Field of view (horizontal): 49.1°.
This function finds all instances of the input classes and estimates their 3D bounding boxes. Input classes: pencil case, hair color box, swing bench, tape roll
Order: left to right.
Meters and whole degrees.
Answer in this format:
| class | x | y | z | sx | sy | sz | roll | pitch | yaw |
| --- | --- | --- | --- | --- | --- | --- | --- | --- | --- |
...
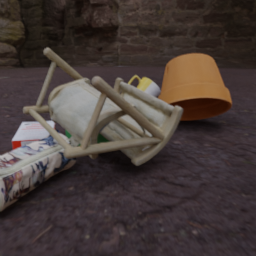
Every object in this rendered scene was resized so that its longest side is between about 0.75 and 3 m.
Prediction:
| class | x | y | z | sx | sy | sz | roll | pitch | yaw |
| --- | --- | --- | --- | --- | --- | --- | --- | --- | --- |
| pencil case | -2.145 | 0.832 | 5.898 | 1.006 | 1.156 | 2.585 | 43 | 26 | 8 |
| hair color box | -2.827 | 0.329 | 8.659 | 1.092 | 0.629 | 1.968 | -4 | 18 | -11 |
| swing bench | -0.668 | -0.441 | 7.026 | 2.748 | 1.783 | 2.734 | 14 | 13 | -42 |
| tape roll | -0.823 | -0.051 | 9.781 | 2.693 | 0.647 | 2.693 | 1 | 19 | 0 |

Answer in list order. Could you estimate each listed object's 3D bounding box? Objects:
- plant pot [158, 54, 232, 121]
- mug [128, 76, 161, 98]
| class | x | y | z | sx | sy | sz | roll | pitch | yaw |
| --- | --- | --- | --- | --- | --- | --- | --- | --- | --- |
| plant pot | 2.478 | -1.578 | 10.912 | 2.777 | 1.944 | 2.777 | -1 | -14 | 0 |
| mug | 0.746 | -1.855 | 14.732 | 1.520 | 1.248 | 1.218 | 38 | -7 | 19 |
